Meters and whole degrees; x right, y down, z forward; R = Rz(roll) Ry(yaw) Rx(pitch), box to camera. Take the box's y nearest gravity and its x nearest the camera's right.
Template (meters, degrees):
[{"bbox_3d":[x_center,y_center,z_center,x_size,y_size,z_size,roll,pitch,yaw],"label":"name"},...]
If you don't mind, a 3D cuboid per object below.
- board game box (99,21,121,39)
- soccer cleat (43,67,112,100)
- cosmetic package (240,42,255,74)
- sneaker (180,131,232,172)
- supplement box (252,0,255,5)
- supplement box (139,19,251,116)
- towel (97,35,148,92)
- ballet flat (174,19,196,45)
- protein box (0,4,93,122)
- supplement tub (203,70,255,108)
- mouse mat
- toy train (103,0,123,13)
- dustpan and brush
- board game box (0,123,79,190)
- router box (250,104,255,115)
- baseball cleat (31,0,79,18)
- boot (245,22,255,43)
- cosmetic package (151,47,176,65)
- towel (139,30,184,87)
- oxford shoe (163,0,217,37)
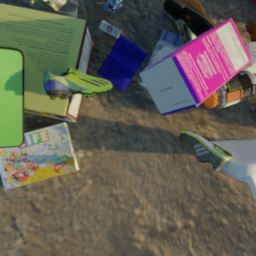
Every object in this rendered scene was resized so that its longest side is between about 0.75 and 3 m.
[{"bbox_3d":[-0.591,-3.308,9.407,0.675,0.915,0.294,27,109,-9],"label":"board game box"},{"bbox_3d":[-1.304,-1.275,7.680,2.098,0.678,0.878,-10,89,-40],"label":"soccer cleat"},{"bbox_3d":[4.280,-2.336,9.397,0.773,0.929,0.778,-7,80,0],"label":"cosmetic package"},{"bbox_3d":[2.317,0.686,8.933,1.848,0.683,0.748,37,100,41],"label":"sneaker"},{"bbox_3d":[4.777,-4.743,9.446,0.742,1.326,2.437,-40,85,-2],"label":"supplement box"},{"bbox_3d":[1.895,-1.667,7.671,2.742,1.387,1.417,-35,101,-31],"label":"supplement box"},{"bbox_3d":[-0.206,-2.065,9.017,1.109,0.372,1.502,34,102,-1],"label":"towel"},{"bbox_3d":[2.170,-3.254,9.440,0.818,0.908,2.410,-10,80,-14],"label":"ballet flat"},{"bbox_3d":[-2.857,-1.896,8.875,2.854,1.940,2.875,11,85,1],"label":"protein box"},{"bbox_3d":[3.273,-1.236,9.175,1.628,0.998,0.998,-17,85,-13],"label":"supplement tub"},{"bbox_3d":[-3.929,-0.669,7.198,2.399,0.112,2.981,-1,121,-23],"label":"mouse mat"},{"bbox_3d":[-0.510,-4.307,9.714,0.437,0.332,0.766,29,60,14],"label":"toy train"},{"bbox_3d":[3.669,1.317,8.665,1.781,2.551,0.730,-3,118,-2],"label":"dustpan and brush"},{"bbox_3d":[-3.071,0.944,9.395,2.449,0.419,1.646,-16,85,-1],"label":"board game box"},{"bbox_3d":[5.018,-0.667,9.587,1.237,0.323,0.973,-37,87,-3],"label":"router box"},{"bbox_3d":[-2.327,-4.265,9.002,0.764,2.191,1.166,16,95,17],"label":"baseball cleat"},{"bbox_3d":[4.445,-2.963,9.137,0.427,1.247,1.174,-32,111,9],"label":"boot"},{"bbox_3d":[1.334,-1.875,9.022,0.964,1.152,0.958,9,83,-13],"label":"cosmetic package"},{"bbox_3d":[1.528,-2.184,9.760,1.622,0.263,2.208,24,85,1],"label":"towel"},{"bbox_3d":[2.166,-3.486,8.660,2.083,0.757,0.879,41,67,-2],"label":"oxford shoe"}]
